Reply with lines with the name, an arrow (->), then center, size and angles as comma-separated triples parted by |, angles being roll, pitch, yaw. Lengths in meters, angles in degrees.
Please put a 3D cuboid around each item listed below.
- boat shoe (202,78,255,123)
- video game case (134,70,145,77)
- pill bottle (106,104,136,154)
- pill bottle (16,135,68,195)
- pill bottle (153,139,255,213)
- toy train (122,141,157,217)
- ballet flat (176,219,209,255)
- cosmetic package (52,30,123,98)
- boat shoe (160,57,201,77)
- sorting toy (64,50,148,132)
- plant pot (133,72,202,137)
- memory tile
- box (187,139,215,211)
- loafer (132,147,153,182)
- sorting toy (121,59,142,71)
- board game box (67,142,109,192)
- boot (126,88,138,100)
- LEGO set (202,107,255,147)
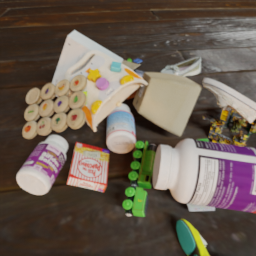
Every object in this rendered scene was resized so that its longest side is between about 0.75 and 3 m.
boat shoe -> 2.920, -0.812, 8.230 | 1.883, 0.619, 0.678 | 35, 10, 15
video game case -> 0.898, -2.118, 12.591 | 1.126, 0.150, 1.577 | 10, 34, -14
pill bottle -> -0.255, -0.037, 9.505 | 0.945, 0.945, 1.737 | -1, 41, -2
pill bottle -> -2.422, 1.014, 8.230 | 0.972, 0.972, 1.731 | 8, 40, 10
pill bottle -> 1.711, 0.939, 5.674 | 2.309, 1.299, 1.299 | 8, 39, -1
toy train -> 0.342, 1.217, 7.086 | 0.604, 0.447, 2.141 | 3, 52, 15
ballet flat -> 1.617, 2.846, 6.386 | 0.547, 0.545, 1.632 | 8, 36, -25
cosmetic package -> -1.590, -1.845, 10.099 | 1.942, 2.576, 0.665 | 29, 41, -6
boat shoe -> 2.446, -2.772, 13.185 | 2.333, 0.748, 0.860 | -16, 41, -19
sorting toy -> -0.941, -1.423, 8.563 | 2.235, 1.194, 2.012 | -42, 67, -2
plant pot -> 1.136, -0.979, 9.439 | 1.568, 1.771, 1.769 | 16, 17, -14
memory tile -> -2.203, -0.630, 8.273 | 2.287, 0.192, 1.753 | -12, 63, 25
box -> 1.760, 1.232, 7.102 | 0.711, 1.297, 1.470 | -6, 58, 15
loafer -> 0.484, 1.022, 8.578 | 0.548, 0.533, 1.501 | -15, 41, -18
sorting toy -> -0.090, -2.969, 13.850 | 1.084, 0.262, 1.925 | 19, 42, 29
board game box -> -1.131, 1.124, 8.170 | 1.067, 0.326, 1.408 | 15, 38, -13
boot -> -0.044, -1.669, 12.051 | 0.913, 0.435, 1.180 | -28, 46, -30
LEGO set -> 3.712, -0.259, 9.646 | 2.089, 1.210, 1.606 | -29, 47, -32
